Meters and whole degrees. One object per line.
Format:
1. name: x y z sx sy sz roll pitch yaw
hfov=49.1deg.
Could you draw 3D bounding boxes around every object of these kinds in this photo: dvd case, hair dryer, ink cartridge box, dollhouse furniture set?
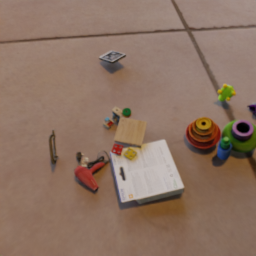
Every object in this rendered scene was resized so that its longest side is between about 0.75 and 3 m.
1. dvd case: -0.808 -3.591 14.184 0.894 0.147 1.190 -35 40 -24
2. hair dryer: -1.304 1.497 10.181 1.306 0.466 1.714 -2 52 -6
3. ink cartridge box: 0.606 1.576 10.103 2.213 0.479 2.173 -13 50 -4
4. dollhouse furniture set: -0.579 -0.356 11.659 0.563 0.566 0.803 37 61 20

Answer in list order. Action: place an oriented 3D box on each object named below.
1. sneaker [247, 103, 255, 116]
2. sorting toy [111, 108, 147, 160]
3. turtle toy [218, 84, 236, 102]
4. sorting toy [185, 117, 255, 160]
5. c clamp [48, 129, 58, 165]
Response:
1. sneaker: 5.760 -0.507 11.876 0.717 0.609 1.637 -20 41 -3
2. sorting toy: 0.089 0.275 10.919 1.084 0.380 2.249 9 58 9
3. turtle toy: 4.308 -1.506 12.321 0.663 0.910 0.460 45 40 10
4. sorting toy: 3.606 0.192 10.579 2.818 1.157 1.693 -2 57 11
5. c clamp: -2.766 0.691 10.464 0.174 1.100 1.288 -4 93 -3
